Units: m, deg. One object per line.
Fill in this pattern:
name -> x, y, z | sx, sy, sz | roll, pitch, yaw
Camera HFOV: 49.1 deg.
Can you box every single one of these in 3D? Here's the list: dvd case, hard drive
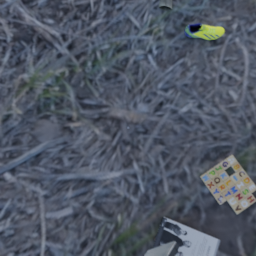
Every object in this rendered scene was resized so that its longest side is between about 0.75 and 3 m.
dvd case -> 1.549, 3.387, 7.765 | 1.676, 0.207, 1.260 | 21, 77, 7
hard drive -> 0.538, 3.402, 6.742 | 1.037, 1.487, 0.244 | -38, 85, 36

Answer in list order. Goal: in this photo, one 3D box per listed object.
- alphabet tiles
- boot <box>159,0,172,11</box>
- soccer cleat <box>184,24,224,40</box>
alphabet tiles -> 3.033, 1.721, 8.247 | 1.214, 0.055, 1.452 | -32, 77, -7
boot -> 1.155, -4.521, 9.612 | 0.844, 0.337, 0.928 | 12, 84, 5
soccer cleat -> 2.512, -3.167, 9.142 | 1.314, 0.550, 0.425 | 0, 77, 0
